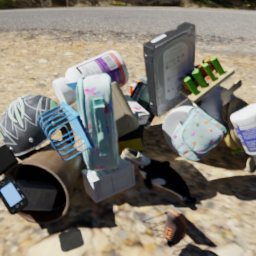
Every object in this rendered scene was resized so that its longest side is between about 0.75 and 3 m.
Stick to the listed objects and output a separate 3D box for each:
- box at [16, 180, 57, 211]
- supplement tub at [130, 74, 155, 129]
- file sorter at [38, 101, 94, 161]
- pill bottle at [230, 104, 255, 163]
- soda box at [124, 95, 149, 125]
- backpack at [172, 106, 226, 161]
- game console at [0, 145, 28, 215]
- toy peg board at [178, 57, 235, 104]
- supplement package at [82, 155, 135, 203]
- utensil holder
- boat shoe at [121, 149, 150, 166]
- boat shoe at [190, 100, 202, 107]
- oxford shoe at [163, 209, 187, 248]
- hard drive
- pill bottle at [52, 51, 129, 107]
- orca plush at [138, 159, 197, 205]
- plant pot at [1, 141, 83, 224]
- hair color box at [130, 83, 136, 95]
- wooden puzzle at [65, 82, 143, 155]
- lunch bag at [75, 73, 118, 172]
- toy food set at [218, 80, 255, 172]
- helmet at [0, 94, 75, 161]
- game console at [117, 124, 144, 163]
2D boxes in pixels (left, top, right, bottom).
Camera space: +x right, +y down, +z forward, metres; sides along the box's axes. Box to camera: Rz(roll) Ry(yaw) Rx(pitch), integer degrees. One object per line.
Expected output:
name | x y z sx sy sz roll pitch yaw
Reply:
box | -2.351 1.695 7.022 0.922 0.590 0.502 15 6 -35
supplement tub | 0.675 -1.074 10.480 1.207 1.970 1.207 28 0 0
file sorter | -1.303 0.057 5.672 0.680 0.770 1.109 -30 30 -16
pill bottle | 3.794 0.241 8.153 1.017 1.700 1.017 -28 10 5
soda box | 0.116 -0.618 9.394 0.439 0.410 1.288 -10 41 -38
backpack | 1.815 0.219 7.481 1.140 1.297 0.994 38 16 1
game console | -2.700 1.175 6.190 0.904 0.185 1.533 -39 71 -8
toy peg board | 2.187 -1.630 8.547 1.429 0.699 1.423 -38 24 6
supplement package | -0.544 1.414 7.908 1.299 0.739 0.711 -18 27 -28
utensil holder | 2.521 -0.223 9.663 1.922 1.922 2.261 23 39 34
boat shoe | 0.229 0.729 6.963 0.777 0.266 0.290 15 37 -20
boat shoe | 2.100 -0.839 8.573 0.290 0.250 0.798 19 21 -6
oxford shoe | 0.942 2.133 5.830 0.417 1.173 0.425 25 54 39
hard drive | 1.428 -1.827 9.195 1.870 2.676 0.506 -33 48 -23
pill bottle | -1.276 -1.595 9.509 2.359 1.314 1.314 -29 39 -20
orca plush | 1.048 1.355 8.052 1.110 0.750 2.110 -13 33 -21
plant pot | -2.069 1.271 7.426 1.738 1.738 1.721 6 24 10
hair color box | 1.006 -2.027 14.078 0.960 0.554 1.732 24 37 36
wooden puzzle | -0.730 -0.335 8.779 1.857 2.753 0.322 -21 7 1
lunch bag | -0.831 -0.214 7.548 0.975 2.529 2.028 -7 17 -3
toy food set | 3.566 -0.106 9.127 0.540 2.688 1.856 -13 16 47
helmet | -2.673 0.011 8.129 2.070 1.974 2.070 -9 57 15
game console | -0.377 0.244 9.519 1.860 1.636 1.083 3 8 7
